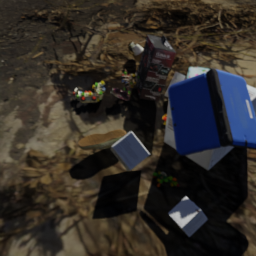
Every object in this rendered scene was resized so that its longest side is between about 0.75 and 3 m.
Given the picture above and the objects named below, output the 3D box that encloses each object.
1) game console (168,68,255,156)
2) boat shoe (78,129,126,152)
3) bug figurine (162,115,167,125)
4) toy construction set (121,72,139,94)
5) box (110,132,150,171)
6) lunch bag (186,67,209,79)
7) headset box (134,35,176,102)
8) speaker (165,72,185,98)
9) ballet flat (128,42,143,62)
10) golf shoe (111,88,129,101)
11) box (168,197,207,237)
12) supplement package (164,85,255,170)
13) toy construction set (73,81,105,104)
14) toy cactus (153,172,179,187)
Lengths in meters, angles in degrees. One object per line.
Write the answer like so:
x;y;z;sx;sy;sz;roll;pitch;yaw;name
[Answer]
2.861;-0.430;9.450;2.318;1.607;2.716;9;64;-26;game console
-0.965;0.589;10.849;1.935;0.606;0.709;-12;36;-19;boat shoe
2.153;-0.508;12.394;1.005;0.334;1.296;20;42;35;bug figurine
0.160;-2.380;13.734;0.862;0.935;1.122;-15;40;11;toy construction set
0.040;0.843;9.894;0.903;1.054;1.049;-38;87;-10;box
3.797;-1.914;13.619;2.061;0.990;2.569;11;43;5;lunch bag
1.223;-2.966;13.241;1.035;2.760;2.051;9;31;-13;headset box
2.247;-2.005;13.417;0.519;1.279;0.519;23;11;-5;speaker
0.502;-4.433;16.034;0.826;0.881;2.434;-37;33;6;ballet flat
-0.376;-1.609;13.509;0.985;0.454;0.358;29;69;-25;golf shoe
1.754;2.612;8.274;0.781;0.511;0.777;-40;28;-7;box
3.222;-0.390;10.876;2.912;2.210;2.194;-31;49;-31;supplement package
-1.890;-1.666;13.512;1.628;0.750;1.067;-9;67;3;toy construction set
1.261;1.765;9.706;0.964;0.493;0.796;14;8;-6;toy cactus
